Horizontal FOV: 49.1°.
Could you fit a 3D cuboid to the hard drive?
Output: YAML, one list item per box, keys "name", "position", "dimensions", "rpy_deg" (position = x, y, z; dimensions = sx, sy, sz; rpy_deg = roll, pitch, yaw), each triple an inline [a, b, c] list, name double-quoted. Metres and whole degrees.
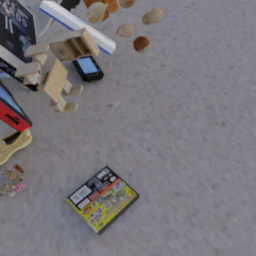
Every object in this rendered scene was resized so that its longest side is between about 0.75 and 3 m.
- name: "hard drive"
  position: [-1.193, -2.518, 7.060]
  dimensions: [1.906, 0.242, 1.257]
  rpy_deg: [30, 18, -14]

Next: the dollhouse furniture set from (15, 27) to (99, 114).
- name: "dollhouse furniture set"
  position: [-1.379, -1.323, 6.155]
  dimensions: [1.018, 1.438, 1.565]
  rpy_deg: [-3, 59, 24]

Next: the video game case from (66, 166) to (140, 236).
- name: "video game case"
  position: [-0.677, 1.904, 7.609]
  dimensions: [1.347, 0.190, 1.490]
  rpy_deg: [38, 59, 27]

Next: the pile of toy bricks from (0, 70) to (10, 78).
- name: "pile of toy bricks"
  position: [-4.705, -2.385, 8.575]
  dimensions: [2.738, 1.352, 1.519]
  rpy_deg: [5, 27, 3]

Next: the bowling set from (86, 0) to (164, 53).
- name: "bowling set"
  position: [0.301, -2.906, 7.427]
  dimensions: [2.517, 1.752, 1.351]
  rpy_deg: [-32, 18, 0]

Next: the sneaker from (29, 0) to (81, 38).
- name: "sneaker"
  position: [-2.429, -3.958, 9.395]
  dimensions: [0.894, 2.529, 1.254]
  rpy_deg: [49, 28, 5]

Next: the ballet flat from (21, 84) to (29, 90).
- name: "ballet flat"
  position: [-3.812, -2.338, 10.810]
  dimensions: [0.688, 0.637, 1.951]
  rpy_deg: [-3, 51, -3]

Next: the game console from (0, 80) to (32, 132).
- name: "game console"
  position: [-3.286, -1.161, 6.350]
  dimensions: [0.416, 2.680, 2.370]
  rpy_deg: [-34, 70, -7]

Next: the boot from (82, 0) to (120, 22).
- name: "boot"
  position: [-0.651, -4.404, 8.989]
  dimensions: [1.707, 1.321, 0.629]
  rpy_deg: [-35, 31, 15]

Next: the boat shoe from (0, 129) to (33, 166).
- name: "boat shoe"
  position: [-3.755, 0.560, 8.392]
  dimensions: [0.639, 0.679, 1.783]
  rpy_deg: [32, 57, 24]

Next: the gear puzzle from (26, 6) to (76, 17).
- name: "gear puzzle"
  position: [-3.388, -4.359, 10.363]
  dimensions: [2.756, 0.361, 1.427]
  rpy_deg: [8, 26, 4]

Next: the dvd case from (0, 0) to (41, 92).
- name: "dvd case"
  position: [-3.008, -2.503, 6.770]
  dimensions: [0.355, 2.157, 2.870]
  rpy_deg: [-25, 59, 16]

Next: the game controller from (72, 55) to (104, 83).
- name: "game controller"
  position: [-1.614, -2.404, 11.045]
  dimensions: [0.897, 0.362, 1.719]
  rpy_deg: [-21, 54, -16]

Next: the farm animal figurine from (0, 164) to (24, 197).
- name: "farm animal figurine"
  position: [-3.182, 1.520, 7.808]
  dimensions: [0.723, 0.450, 0.895]
  rpy_deg: [-18, 54, 10]
